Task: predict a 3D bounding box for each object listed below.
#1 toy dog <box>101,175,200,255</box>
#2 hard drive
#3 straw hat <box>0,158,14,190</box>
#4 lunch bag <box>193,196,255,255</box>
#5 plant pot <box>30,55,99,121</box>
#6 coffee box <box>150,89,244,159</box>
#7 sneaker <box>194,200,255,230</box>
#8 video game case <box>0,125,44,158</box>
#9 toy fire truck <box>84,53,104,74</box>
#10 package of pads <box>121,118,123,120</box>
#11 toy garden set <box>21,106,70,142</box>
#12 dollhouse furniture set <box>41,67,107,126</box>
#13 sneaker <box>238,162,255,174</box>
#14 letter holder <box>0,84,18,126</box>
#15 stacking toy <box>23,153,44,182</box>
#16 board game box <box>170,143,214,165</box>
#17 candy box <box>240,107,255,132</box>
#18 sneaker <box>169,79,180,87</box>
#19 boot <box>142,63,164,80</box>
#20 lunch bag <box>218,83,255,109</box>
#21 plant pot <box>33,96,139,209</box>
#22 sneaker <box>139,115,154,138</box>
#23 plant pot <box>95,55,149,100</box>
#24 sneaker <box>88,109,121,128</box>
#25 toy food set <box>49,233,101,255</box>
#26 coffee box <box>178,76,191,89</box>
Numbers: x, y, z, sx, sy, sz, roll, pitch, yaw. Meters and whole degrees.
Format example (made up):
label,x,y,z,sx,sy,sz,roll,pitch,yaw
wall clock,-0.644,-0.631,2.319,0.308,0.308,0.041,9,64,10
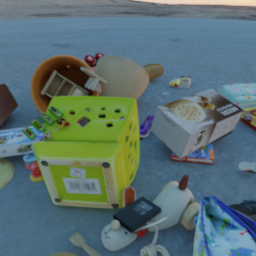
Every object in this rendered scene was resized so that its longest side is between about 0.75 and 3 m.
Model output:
label,x,y,z,sx,sy,sz,roll,pitch,yaw
toy dog,0.689,1.888,6.540,1.724,1.259,2.614,20,34,33
hard drive,0.205,1.948,6.349,0.915,0.150,0.639,-22,30,-35
straw hat,-4.817,1.062,8.335,2.543,1.076,2.543,0,27,0
lunch bag,1.719,2.454,5.083,1.213,1.619,1.904,-4,28,-8
plant pot,-2.580,-1.684,12.205,2.763,2.763,1.934,0,10,-1
coffee box,2.422,-0.244,9.822,2.831,1.129,1.619,-19,49,-32
sneaker,2.726,2.198,6.563,2.540,0.930,1.041,5,14,-5
video game case,-3.819,0.442,9.767,1.773,0.444,1.956,-9,17,-14
toy fire truck,-1.857,-3.754,17.728,2.021,1.133,1.697,-25,61,-38
package of pads,-0.627,0.245,10.355,1.419,0.626,1.836,0,28,0
toy garden set,-1.996,-0.073,6.797,0.842,0.201,1.010,34,67,32
dollhouse furniture set,-2.368,-1.302,10.945,1.695,2.393,2.605,30,3,-20
sneaker,3.825,1.242,8.462,0.885,0.363,0.341,9,64,44
letter holder,-5.776,-1.010,10.793,1.438,2.032,2.859,-18,25,6
stacking toy,-2.710,1.062,8.925,1.103,0.515,1.219,-18,33,-30
board game box,2.328,0.421,10.408,1.427,0.270,2.771,3,28,9
candy box,6.052,-0.404,11.579,2.295,0.648,1.339,-9,30,-14
sneaker,2.583,-2.466,15.700,0.353,0.408,0.904,1,-7,-19
boot,0.752,-2.675,15.678,2.544,0.961,2.905,-9,25,10
lunch bag,5.608,-1.369,13.089,2.459,0.948,1.972,-5,28,-10
plant pot,-1.010,0.738,7.533,2.459,2.447,2.231,1,37,7
sneaker,0.692,-0.145,10.998,0.630,0.652,1.562,28,39,26
plant pot,-0.499,-1.832,12.850,2.556,2.556,1.716,12,71,21
sneaker,-1.004,0.243,8.442,1.067,1.546,2.779,21,45,14
toy food set,-1.348,2.981,5.559,1.219,0.354,1.766,28,32,30
coffee box,3.240,-2.603,16.008,0.600,0.418,1.049,9,29,15
